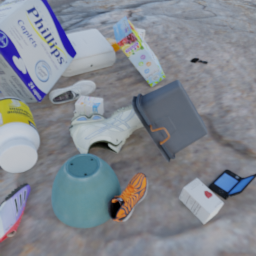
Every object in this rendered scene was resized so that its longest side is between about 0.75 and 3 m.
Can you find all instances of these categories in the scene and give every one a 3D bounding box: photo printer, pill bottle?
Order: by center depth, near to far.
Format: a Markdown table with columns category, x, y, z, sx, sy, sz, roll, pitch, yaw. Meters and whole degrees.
| category | x | y | z | sx | sy | sz | roll | pitch | yaw |
| --- | --- | --- | --- | --- | --- | --- | --- | --- | --- |
| pill bottle | -3.294 | 0.178 | 8.054 | 1.298 | 1.298 | 2.318 | -16 | 41 | -19 |
| photo printer | -2.286 | -3.425 | 12.705 | 2.783 | 0.967 | 2.316 | -19 | 51 | -19 |

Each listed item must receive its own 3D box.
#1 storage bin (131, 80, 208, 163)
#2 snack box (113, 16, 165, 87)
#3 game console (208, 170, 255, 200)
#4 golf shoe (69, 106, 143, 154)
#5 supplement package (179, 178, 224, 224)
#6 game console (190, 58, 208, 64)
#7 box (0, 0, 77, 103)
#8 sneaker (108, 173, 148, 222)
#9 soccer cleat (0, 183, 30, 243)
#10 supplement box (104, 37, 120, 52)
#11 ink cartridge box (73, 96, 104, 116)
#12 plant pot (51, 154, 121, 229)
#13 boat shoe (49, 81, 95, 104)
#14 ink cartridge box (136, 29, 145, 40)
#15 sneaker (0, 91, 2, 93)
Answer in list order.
| category | x | y | z | sx | sy | sz | roll | pitch | yaw |
| --- | --- | --- | --- | --- | --- | --- | --- | --- | --- |
| storage bin | 1.183 | -0.260 | 7.594 | 1.337 | 1.991 | 1.449 | -30 | 16 | 16 |
| snack box | 0.437 | -3.127 | 11.445 | 0.806 | 2.383 | 2.010 | -32 | 36 | 16 |
| game console | 2.677 | 1.355 | 7.175 | 0.933 | 0.543 | 0.821 | -30 | 47 | -33 |
| golf shoe | -0.297 | 0.145 | 8.610 | 2.866 | 1.122 | 1.394 | -12 | 65 | -16 |
| supplement package | 1.715 | 1.725 | 6.637 | 0.509 | 0.503 | 0.839 | -26 | 55 | -30 |
| game console | 3.378 | -3.151 | 13.283 | 0.784 | 0.094 | 0.462 | 21 | 43 | 27 |
| box | -3.607 | -2.792 | 9.811 | 1.541 | 2.701 | 2.937 | 1 | 49 | 29 |
| sneaker | -0.009 | 1.558 | 6.321 | 0.484 | 0.700 | 1.249 | 24 | 83 | 30 |
| soccer cleat | -2.699 | 2.043 | 6.369 | 0.681 | 0.634 | 1.860 | 33 | 34 | -3 |
| supplement box | -1.200 | -4.254 | 14.352 | 1.337 | 0.491 | 0.842 | 20 | 41 | 24 |
| ink cartridge box | -1.391 | -0.687 | 9.733 | 0.941 | 0.589 | 0.605 | 9 | 38 | 11 |
| plant pot | -1.025 | 1.312 | 6.727 | 1.742 | 1.173 | 1.742 | 1 | 38 | 0 |
| boat shoe | -2.036 | -1.296 | 10.405 | 1.776 | 0.639 | 0.608 | -12 | 30 | -15 |
| ink cartridge box | 0.271 | -4.896 | 14.980 | 0.994 | 0.561 | 1.354 | 13 | 33 | 12 |
| sneaker | -4.782 | -1.705 | 10.995 | 1.424 | 0.555 | 0.499 | 2 | 54 | 3 |
